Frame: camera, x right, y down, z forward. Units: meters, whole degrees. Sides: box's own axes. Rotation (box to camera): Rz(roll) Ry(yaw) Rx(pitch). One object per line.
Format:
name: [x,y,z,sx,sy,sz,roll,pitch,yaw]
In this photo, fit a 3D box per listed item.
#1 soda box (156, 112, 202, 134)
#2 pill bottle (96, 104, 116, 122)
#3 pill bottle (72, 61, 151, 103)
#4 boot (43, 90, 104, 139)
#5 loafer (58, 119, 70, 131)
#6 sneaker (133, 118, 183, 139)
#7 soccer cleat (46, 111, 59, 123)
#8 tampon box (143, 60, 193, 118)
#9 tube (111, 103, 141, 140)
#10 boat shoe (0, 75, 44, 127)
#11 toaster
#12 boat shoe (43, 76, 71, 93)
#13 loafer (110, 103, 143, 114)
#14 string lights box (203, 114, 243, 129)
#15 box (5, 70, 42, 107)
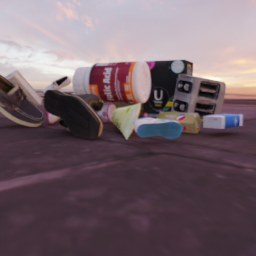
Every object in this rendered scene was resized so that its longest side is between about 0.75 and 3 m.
soda box: [1.456,-0.173,8.214,1.289,0.437,0.413,5,51,40]
pill bottle: [-1.088,-0.545,10.619,1.188,0.674,0.674,0,7,23]
pill bottle: [-0.621,-1.655,10.298,2.621,1.496,1.496,3,8,23]
boot: [-1.047,-0.530,7.845,1.662,0.931,2.402,-6,32,-45]
loafer: [-1.581,-0.056,8.034,1.066,0.405,0.359,16,30,32]
sneaker: [0.700,-0.035,6.472,1.197,0.458,0.483,5,21,-20]
soccer cleat: [-2.522,-0.703,10.261,0.783,0.634,1.814,0,24,-5]
tampon box: [1.802,-1.703,12.468,1.857,2.478,1.564,3,8,25]
tube: [-0.064,-0.272,8.094,0.651,0.728,2.508,-21,8,-7]
boat shoe: [-3.715,-0.994,8.779,0.854,2.637,0.948,-39,27,26]
toaster: [2.695,-1.079,10.645,1.820,1.646,1.080,5,14,-22]
boat shoe: [-2.345,-1.405,9.101,1.005,0.370,0.328,-33,-18,-2]
loafer: [0.489,-1.255,13.868,2.785,1.059,0.939,-13,-22,-22]
string lights box: [2.616,-0.195,7.698,1.105,0.326,0.568,-6,8,-40]
box: [-3.693,-1.293,9.827,0.566,1.377,0.471,-25,36,11]
